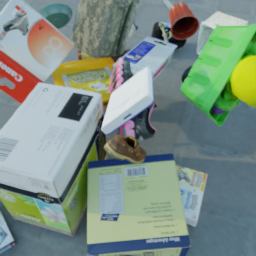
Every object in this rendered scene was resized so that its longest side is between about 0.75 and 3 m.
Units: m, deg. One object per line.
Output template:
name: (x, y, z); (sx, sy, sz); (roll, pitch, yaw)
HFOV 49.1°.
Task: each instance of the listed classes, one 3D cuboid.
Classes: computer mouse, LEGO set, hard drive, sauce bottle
computer mouse: (2.426, -2.104, 10.170); (0.411, 1.557, 1.078); (36, 54, -14)
LEGO set: (1.392, -3.558, 10.350); (0.282, 0.759, 0.349); (-13, 10, 30)
hard drive: (0.027, -0.701, 6.542); (1.273, 0.245, 1.930); (-35, 21, 20)
sauce bottle: (-1.134, -3.482, 13.531); (2.585, 0.853, 0.853); (-5, 46, -6)

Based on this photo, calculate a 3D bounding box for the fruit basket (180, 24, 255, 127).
fruit basket: (3.134, -1.308, 7.639); (2.871, 2.071, 2.871); (-7, 74, 27)

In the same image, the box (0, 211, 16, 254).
box: (-3.867, 2.890, 7.751); (0.983, 0.271, 1.440); (-28, 52, -24)

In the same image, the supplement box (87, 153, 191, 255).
supplement box: (0.195, 2.123, 7.237); (2.312, 1.552, 2.309); (-6, 56, 1)

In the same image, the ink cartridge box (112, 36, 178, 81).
ink cartridge box: (0.664, -2.405, 9.880); (1.296, 0.508, 2.738); (24, 48, 16)

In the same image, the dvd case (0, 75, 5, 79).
dvd case: (-4.363, -2.488, 10.102); (1.928, 1.407, 0.212); (-15, 45, -10)

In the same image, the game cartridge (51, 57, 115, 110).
game cartridge: (-1.394, -1.659, 10.255); (2.493, 0.459, 2.828); (-14, 49, -16)

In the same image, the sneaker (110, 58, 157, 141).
sneaker: (0.192, -0.788, 8.151); (1.229, 1.018, 2.577); (-6, 82, -17)

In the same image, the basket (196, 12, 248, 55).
basket: (3.329, -3.169, 9.981); (1.333, 1.345, 1.082); (33, 60, 26)

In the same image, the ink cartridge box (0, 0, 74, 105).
ink cartridge box: (-3.359, -2.285, 8.736); (2.695, 2.185, 0.676); (-51, 20, 3)

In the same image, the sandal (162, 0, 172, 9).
sandal: (1.076, -4.904, 10.313); (1.414, 0.347, 0.575); (45, 28, -16)

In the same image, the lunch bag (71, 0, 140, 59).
lunch bag: (-0.684, -3.868, 10.276); (1.683, 2.415, 2.025); (33, 31, 24)

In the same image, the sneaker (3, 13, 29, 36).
sneaker: (-2.712, -2.465, 6.954); (0.312, 0.481, 0.832); (13, 49, 19)

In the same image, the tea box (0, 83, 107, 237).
tea box: (-2.010, 0.868, 7.839); (1.987, 2.925, 2.974); (11, 47, 12)

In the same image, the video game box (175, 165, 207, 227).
video game box: (1.483, 1.945, 8.581); (1.566, 0.402, 1.719); (16, 49, 12)

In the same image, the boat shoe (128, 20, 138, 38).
boat shoe: (0.108, -4.523, 12.499); (0.899, 0.700, 1.979); (-32, 22, -11)

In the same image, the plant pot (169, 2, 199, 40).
plant pot: (2.163, -4.393, 11.335); (1.149, 1.149, 1.117); (-6, 58, -6)

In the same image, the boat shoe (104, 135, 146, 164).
boat shoe: (0.051, 0.403, 5.424); (0.414, 1.224, 0.441); (-51, 58, 12)

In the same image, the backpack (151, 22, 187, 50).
backpack: (2.102, -4.630, 14.209); (1.897, 1.548, 1.459); (-4, 39, -14)

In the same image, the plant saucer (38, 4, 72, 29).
plant saucer: (-2.645, -3.964, 10.192); (1.343, 1.343, 0.241); (-17, 79, -16)
